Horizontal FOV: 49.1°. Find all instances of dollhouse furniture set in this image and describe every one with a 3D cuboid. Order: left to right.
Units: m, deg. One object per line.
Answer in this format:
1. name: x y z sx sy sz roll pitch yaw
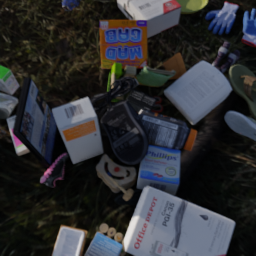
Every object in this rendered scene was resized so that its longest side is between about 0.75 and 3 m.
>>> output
1. dollhouse furniture set: 0.448 -1.575 10.620 2.315 1.516 1.162 5 85 -13

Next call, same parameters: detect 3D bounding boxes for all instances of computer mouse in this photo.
1. computer mouse: -0.074 -0.122 9.366 1.963 0.747 2.835 -29 71 21

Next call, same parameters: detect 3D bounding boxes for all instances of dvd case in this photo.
1. dvd case: -2.934 -0.054 9.143 0.236 2.694 1.922 -2 61 4

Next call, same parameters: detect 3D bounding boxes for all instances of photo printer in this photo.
1. photo printer: 2.695 -1.411 10.658 2.099 0.729 1.746 -40 76 -1

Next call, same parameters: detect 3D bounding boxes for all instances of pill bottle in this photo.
1. pill bottle: 1.320 0.157 9.934 2.112 1.122 1.122 18 63 9

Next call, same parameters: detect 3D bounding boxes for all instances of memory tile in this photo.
1. memory tile: -0.539 3.565 8.635 1.106 0.093 0.848 27 64 15

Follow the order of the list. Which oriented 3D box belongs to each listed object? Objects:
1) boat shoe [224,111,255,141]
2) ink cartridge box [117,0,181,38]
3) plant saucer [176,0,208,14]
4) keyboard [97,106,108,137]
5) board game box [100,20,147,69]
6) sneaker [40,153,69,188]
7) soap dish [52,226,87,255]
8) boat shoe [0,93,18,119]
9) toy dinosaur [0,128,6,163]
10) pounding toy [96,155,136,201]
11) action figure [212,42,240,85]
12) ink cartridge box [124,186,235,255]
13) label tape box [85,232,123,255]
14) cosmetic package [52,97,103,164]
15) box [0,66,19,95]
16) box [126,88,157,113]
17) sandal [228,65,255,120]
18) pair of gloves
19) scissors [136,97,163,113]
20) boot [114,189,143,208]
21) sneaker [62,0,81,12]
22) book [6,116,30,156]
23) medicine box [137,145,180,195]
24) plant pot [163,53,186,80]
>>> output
1. boat shoe: 4.486 -0.031 10.401 1.882 0.678 0.584 36 40 16
2. ink cartridge box: 0.919 -5.710 13.171 1.925 1.087 2.623 -27 64 -13
3. plant saucer: 2.816 -6.425 14.004 2.276 0.354 2.276 0 61 1
4. keyboard: -0.869 -0.264 10.699 0.789 0.169 1.314 4 59 0
5. board game box: -0.179 -3.228 11.055 1.726 1.724 1.724 -1 103 -1
6. sneaker: -2.403 1.479 9.644 0.630 0.522 1.321 38 67 -5
7. soap dish: -1.762 3.588 8.430 0.846 0.437 1.076 10 61 6
8. boat shoe: -5.674 -1.226 10.813 2.751 1.014 0.882 20 57 6
9. toy dinosaur: -5.076 0.794 9.857 1.295 0.974 1.908 20 75 37
10. pounding toy: -0.295 1.485 9.228 0.985 0.988 1.723 -38 63 -22
11. action figure: 3.678 -2.380 11.550 1.527 0.814 2.346 38 75 11
12. ink cartridge box: 1.380 3.009 7.969 2.581 1.068 1.891 22 80 3
13. label tape box: -0.803 3.816 8.131 0.868 0.401 1.212 24 62 12
14. cosmetic package: -1.577 0.174 9.197 1.191 2.349 0.837 -21 60 -11
15. box: -5.125 -1.999 11.166 1.179 1.040 0.570 23 63 12
16. box: 0.484 -0.988 10.792 1.012 0.399 0.714 26 57 9
17. sandal: 5.004 -1.419 10.927 1.146 0.824 2.887 -18 64 -13
18. pair of gloves: 5.212 -5.012 13.239 2.977 0.339 2.393 26 64 13
19. scissors: 0.401 -0.730 11.010 2.043 0.142 0.747 -16 65 -7
20. boot: 0.269 2.537 8.989 1.202 0.459 1.010 -14 58 -15
21. sneaker: -2.659 -6.424 13.491 1.025 1.067 2.721 23 38 -4
22. book: -3.801 0.134 10.394 1.062 0.382 1.590 -23 63 -9
23. medicine box: 1.026 1.372 9.309 1.274 0.720 1.398 9 48 3
24. plant pot: 1.910 -2.444 11.498 0.739 1.055 1.055 -18 61 10
